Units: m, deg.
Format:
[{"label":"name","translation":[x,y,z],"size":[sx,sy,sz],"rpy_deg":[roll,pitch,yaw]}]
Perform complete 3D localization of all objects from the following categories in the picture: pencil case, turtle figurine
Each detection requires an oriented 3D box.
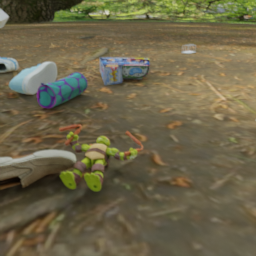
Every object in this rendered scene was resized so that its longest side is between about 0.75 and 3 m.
[{"label":"pencil case","translation":[-2.215,-1.318,9.496],"size":[0.879,0.810,1.903],"rpy_deg":[25,31,16]},{"label":"turtle figurine","translation":[-0.746,0.582,5.605],"size":[1.887,0.608,1.522],"rpy_deg":[14,34,9]}]

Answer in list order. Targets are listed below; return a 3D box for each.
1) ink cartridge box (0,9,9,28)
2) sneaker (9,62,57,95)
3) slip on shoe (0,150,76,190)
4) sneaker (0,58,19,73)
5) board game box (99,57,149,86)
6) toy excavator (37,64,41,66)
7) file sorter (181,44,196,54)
[{"label":"ink cartridge box","translation":[-4.759,-3.265,7.805],"size":[1.774,0.623,2.182],"rpy_deg":[42,36,-13]},{"label":"sneaker","translation":[-3.685,-2.054,10.951],"size":[1.043,0.941,2.544],"rpy_deg":[9,25,10]},{"label":"slip on shoe","translation":[-1.877,0.825,5.149],"size":[1.839,0.699,0.557],"rpy_deg":[-2,57,-19]},{"label":"sneaker","translation":[-6.325,-3.023,13.377],"size":[1.988,0.745,0.861],"rpy_deg":[7,31,15]},{"label":"board game box","translation":[-0.255,-2.466,12.101],"size":[2.345,0.723,2.343],"rpy_deg":[2,26,4]},{"label":"toy excavator","translation":[-3.925,-2.724,12.947],"size":[0.419,0.816,0.839],"rpy_deg":[0,53,1]},{"label":"file sorter","translation":[3.940,-5.116,18.153],"size":[0.808,0.503,0.560],"rpy_deg":[-20,32,-37]}]
